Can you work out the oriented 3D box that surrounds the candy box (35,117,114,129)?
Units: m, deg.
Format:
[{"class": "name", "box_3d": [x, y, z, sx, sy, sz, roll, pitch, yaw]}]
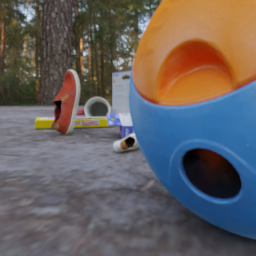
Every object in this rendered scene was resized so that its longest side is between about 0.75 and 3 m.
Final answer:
[{"class": "candy box", "box_3d": [-2.014, -0.212, 10.476, 2.753, 0.364, 1.407, -2, 4, -16]}]

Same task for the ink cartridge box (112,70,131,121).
[{"class": "ink cartridge box", "box_3d": [0.066, -1.299, 11.942, 0.484, 2.233, 2.192, -2, 7, -35]}]

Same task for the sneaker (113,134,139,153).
[{"class": "sneaker", "box_3d": [0.108, 0.282, 5.533, 0.361, 0.310, 0.852, -21, 1, 40]}]

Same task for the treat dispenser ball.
[{"class": "treat dispenser ball", "box_3d": [1.071, -0.254, 2.144, 2.129, 2.129, 2.129, 0, 6, 0]}]

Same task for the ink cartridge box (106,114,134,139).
[{"class": "ink cartridge box", "box_3d": [0.502, -0.071, 7.763, 2.193, 0.460, 1.309, 2, 17, -7]}]

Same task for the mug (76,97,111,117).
[{"class": "mug", "box_3d": [-1.503, -0.847, 12.705, 1.490, 1.120, 1.679, 22, 1, -3]}]

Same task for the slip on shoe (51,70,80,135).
[{"class": "slip on shoe", "box_3d": [-1.851, -0.819, 8.215, 0.621, 2.028, 0.751, 16, -20, -33]}]
